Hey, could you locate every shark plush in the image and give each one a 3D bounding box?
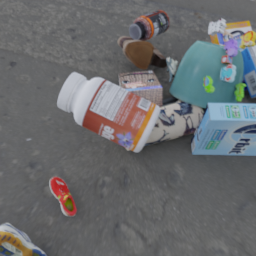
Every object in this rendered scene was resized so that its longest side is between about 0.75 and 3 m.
[{"bbox_3d":[1.437,-1.938,9.330,0.355,0.853,0.388,-8,0,45],"label":"shark plush"}]

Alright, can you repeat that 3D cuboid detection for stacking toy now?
[{"bbox_3d":[2.865,-1.857,7.830,1.551,2.058,0.483,6,1,-33],"label":"stacking toy"}]

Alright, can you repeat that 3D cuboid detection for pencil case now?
[{"bbox_3d":[0.965,-0.163,8.764,2.732,1.063,1.222,-15,74,-12],"label":"pencil case"}]

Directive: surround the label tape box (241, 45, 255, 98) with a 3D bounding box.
[{"bbox_3d":[5.219,-2.185,9.963,2.340,0.773,1.676,-17,83,-15],"label":"label tape box"}]

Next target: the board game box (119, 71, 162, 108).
[{"bbox_3d":[0.385,-1.280,9.604,1.275,0.775,1.600,-7,32,-4],"label":"board game box"}]

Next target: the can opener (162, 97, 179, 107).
[{"bbox_3d":[1.587,-0.944,9.700,2.191,0.728,0.577,-21,33,-11],"label":"can opener"}]

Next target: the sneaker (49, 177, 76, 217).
[{"bbox_3d":[-1.634,1.749,7.246,0.435,0.480,1.130,-29,87,-30],"label":"sneaker"}]

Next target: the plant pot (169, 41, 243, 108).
[{"bbox_3d":[2.651,-1.777,9.099,2.239,1.797,2.239,10,23,-4],"label":"plant pot"}]

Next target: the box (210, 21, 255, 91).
[{"bbox_3d":[4.083,-2.657,10.468,1.510,0.526,2.536,-11,81,-12],"label":"box"}]

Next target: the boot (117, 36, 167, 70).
[{"bbox_3d":[0.253,-2.958,10.537,2.651,0.931,1.938,9,26,-50],"label":"boot"}]

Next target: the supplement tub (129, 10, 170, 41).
[{"bbox_3d":[0.782,-3.861,10.654,0.888,0.888,1.661,35,49,26],"label":"supplement tub"}]

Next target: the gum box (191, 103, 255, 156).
[{"bbox_3d":[3.243,0.129,7.820,2.540,2.158,0.566,1,61,0],"label":"gum box"}]

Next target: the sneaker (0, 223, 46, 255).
[{"bbox_3d":[-2.318,2.754,6.384,0.604,1.604,0.707,-40,17,-7],"label":"sneaker"}]

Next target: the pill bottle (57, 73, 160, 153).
[{"bbox_3d":[-0.521,-0.456,7.358,2.449,1.374,1.374,26,53,1],"label":"pill bottle"}]
